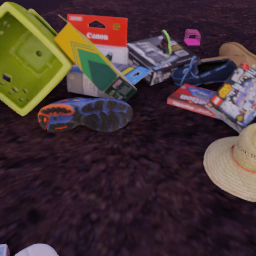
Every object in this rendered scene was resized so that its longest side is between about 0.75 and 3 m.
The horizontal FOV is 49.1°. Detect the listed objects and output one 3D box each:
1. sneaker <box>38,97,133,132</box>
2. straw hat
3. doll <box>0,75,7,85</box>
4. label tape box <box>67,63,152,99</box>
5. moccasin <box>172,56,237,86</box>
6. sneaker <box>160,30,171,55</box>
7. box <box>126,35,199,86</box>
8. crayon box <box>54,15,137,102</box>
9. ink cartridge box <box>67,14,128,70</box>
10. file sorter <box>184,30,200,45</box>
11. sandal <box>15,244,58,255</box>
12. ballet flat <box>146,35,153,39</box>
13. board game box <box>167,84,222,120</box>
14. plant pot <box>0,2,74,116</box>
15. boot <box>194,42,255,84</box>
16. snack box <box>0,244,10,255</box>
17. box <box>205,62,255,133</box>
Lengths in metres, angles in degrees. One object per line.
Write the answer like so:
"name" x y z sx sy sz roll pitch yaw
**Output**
"sneaker" -1.231 -0.541 8.433 2.750 1.036 1.079 1 27 -2
"straw hat" 3.095 0.496 6.679 2.553 1.080 2.553 -1 32 0
"doll" -4.968 -1.743 10.120 1.303 0.463 1.910 22 66 -13
"label tape box" -0.651 -1.787 10.420 2.634 0.871 1.887 15 31 18
"moccasin" 2.720 -2.207 10.360 2.581 0.880 1.039 -4 58 40
"sneaker" 1.472 -3.411 11.269 0.429 1.024 0.393 -11 31 8
"box" 1.333 -3.013 12.076 2.769 0.689 2.184 -23 56 -32
"crayon box" -1.073 -2.036 8.571 2.775 0.705 1.761 49 10 17
"ink cartridge box" -1.348 -3.295 11.462 2.700 2.343 0.588 10 32 16
"file sorter" 3.700 -5.214 16.096 0.725 0.654 1.043 0 32 -1
"sandal" -0.991 2.762 3.570 0.929 0.695 2.424 -21 58 -19
"ballet flat" 1.069 -3.983 14.212 0.752 0.879 2.646 26 36 -15
"board game box" 2.850 -0.848 9.535 2.695 0.262 1.388 21 40 29
"plant pot" -3.264 -2.311 9.165 2.491 2.503 2.271 -40 17 18
"boot" 3.919 -2.903 12.186 2.908 0.962 2.546 -15 35 -20
"snack box" -3.034 2.429 4.371 2.138 0.260 0.769 -8 33 -12
"box" 3.409 -0.949 8.420 1.309 0.381 1.912 39 72 11
